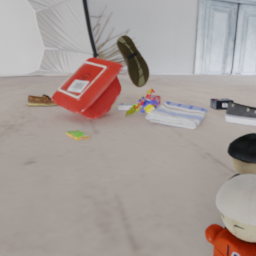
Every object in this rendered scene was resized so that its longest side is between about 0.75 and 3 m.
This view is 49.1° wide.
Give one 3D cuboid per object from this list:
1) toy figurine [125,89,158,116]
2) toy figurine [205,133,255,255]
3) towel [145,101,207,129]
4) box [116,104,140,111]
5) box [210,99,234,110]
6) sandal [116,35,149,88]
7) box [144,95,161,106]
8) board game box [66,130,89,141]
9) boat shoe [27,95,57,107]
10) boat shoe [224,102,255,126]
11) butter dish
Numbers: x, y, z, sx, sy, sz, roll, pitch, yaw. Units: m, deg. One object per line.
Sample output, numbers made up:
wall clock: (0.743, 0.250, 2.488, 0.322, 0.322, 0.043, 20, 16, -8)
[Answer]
toy figurine: (0.773, -0.804, 12.358, 1.674, 1.003, 0.883, -40, 18, 23)
toy figurine: (2.010, 1.036, 2.994, 2.172, 1.535, 2.207, 6, 15, 24)
towel: (2.067, -0.596, 11.431, 1.985, 0.322, 2.703, 12, 21, 22)
box: (-0.009, -1.029, 13.859, 1.131, 0.270, 0.690, 3, 14, 10)
box: (4.700, -1.203, 14.104, 0.910, 0.473, 0.828, 0, 13, -3)
sandal: (0.129, -1.994, 8.473, 0.660, 1.614, 0.441, -29, 0, -2)
box: (1.319, -1.444, 15.013, 0.479, 0.500, 1.004, 9, 17, 33)
board game box: (-1.672, 0.227, 9.135, 0.428, 0.134, 0.897, -8, 19, -33)
boat shoe: (-4.464, -1.482, 14.945, 1.791, 0.605, 0.645, -2, 14, -7)
boat shoe: (5.201, -0.591, 10.686, 2.850, 0.944, 0.997, 8, 16, 28)
butter dish: (-1.449, -1.422, 12.179, 2.803, 2.072, 2.795, 25, 69, 46)
